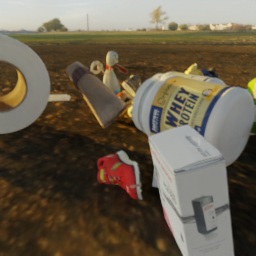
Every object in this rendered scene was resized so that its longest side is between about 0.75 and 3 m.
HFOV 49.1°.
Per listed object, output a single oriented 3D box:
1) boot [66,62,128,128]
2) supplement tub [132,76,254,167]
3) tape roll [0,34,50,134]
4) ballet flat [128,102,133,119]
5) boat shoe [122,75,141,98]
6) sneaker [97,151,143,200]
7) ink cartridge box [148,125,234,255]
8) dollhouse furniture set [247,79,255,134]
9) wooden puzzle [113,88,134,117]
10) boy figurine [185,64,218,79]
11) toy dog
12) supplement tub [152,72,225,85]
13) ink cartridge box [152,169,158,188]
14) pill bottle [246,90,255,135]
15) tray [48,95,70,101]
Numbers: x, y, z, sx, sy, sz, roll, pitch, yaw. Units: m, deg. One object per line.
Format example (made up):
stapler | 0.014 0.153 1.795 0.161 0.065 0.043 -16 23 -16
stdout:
boot | -1.055 -1.097 8.528 1.000 2.081 2.846 -41 7 -4
supplement tub | 1.482 -0.279 6.813 1.808 1.808 2.503 -18 28 -40
tape roll | -4.003 -1.424 8.596 2.831 2.831 1.944 -10 22 -24
ballet flat | 0.335 -0.599 9.654 0.735 0.735 2.117 2 16 4
boat shoe | 0.271 -1.640 11.173 0.793 0.684 2.183 45 5 3
sneaker | -0.208 0.957 5.438 0.734 0.666 1.729 -10 12 -16
ink cartridge box | 0.854 0.917 3.910 0.675 1.593 1.160 -14 22 -7
dollhouse furniture set | 4.140 -0.389 6.937 2.150 1.409 1.079 11 -1 -6
wooden puzzle | -0.328 -1.012 10.284 1.034 0.179 1.532 -31 39 -12
boy figurine | 3.452 -2.606 13.906 2.096 1.303 0.675 -8 -17 -32
toy dog | -0.668 -2.142 12.181 1.385 2.101 1.012 -38 60 -14
supplement tub | 1.783 -0.899 8.890 1.618 1.618 2.232 -18 28 -40
ink cartridge box | 1.159 0.912 5.200 1.224 0.524 0.904 6 -2 20
pill bottle | 3.920 -0.591 8.515 1.313 1.313 2.340 14 24 33
tray | -3.204 -1.312 12.159 1.338 0.148 0.718 -2 21 -6
